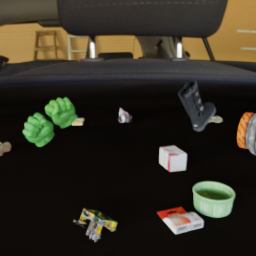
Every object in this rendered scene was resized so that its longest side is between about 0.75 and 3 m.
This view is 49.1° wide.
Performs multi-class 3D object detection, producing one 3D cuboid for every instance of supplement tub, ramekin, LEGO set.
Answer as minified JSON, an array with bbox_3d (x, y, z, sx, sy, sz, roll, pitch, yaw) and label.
[{"bbox_3d":[5.454,0.326,9.765,2.827,1.732,1.732,14,20,40],"label":"supplement tub"},{"bbox_3d":[2.081,1.761,6.886,0.984,0.480,0.984,0,15,0],"label":"ramekin"},{"bbox_3d":[-0.697,2.103,5.992,0.849,0.492,0.653,16,-8,36],"label":"LEGO set"}]

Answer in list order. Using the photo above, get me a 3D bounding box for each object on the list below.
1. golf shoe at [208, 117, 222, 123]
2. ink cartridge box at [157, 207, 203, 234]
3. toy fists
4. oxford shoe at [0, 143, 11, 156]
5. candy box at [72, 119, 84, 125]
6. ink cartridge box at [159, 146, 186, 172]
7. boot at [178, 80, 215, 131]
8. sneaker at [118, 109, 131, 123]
[{"bbox_3d":[4.676,-0.475,15.356,0.901,0.353,0.438,3,10,7],"label":"golf shoe"},{"bbox_3d":[1.175,2.032,6.423,0.715,0.221,0.881,-6,19,-21],"label":"ink cartridge box"},{"bbox_3d":[-2.608,-0.235,9.388,1.896,0.966,0.652,-40,33,-15],"label":"toy fists"},{"bbox_3d":[-4.840,0.727,10.743,0.417,0.435,1.177,0,15,0],"label":"oxford shoe"},{"bbox_3d":[-2.702,-0.329,15.156,0.530,0.137,1.037,2,16,-3],"label":"candy box"},{"bbox_3d":[1.475,1.025,9.366,0.596,0.593,0.820,-6,16,-19],"label":"ink cartridge box"},{"bbox_3d":[2.625,-1.027,10.550,0.603,1.836,1.514,0,44,41],"label":"boot"},{"bbox_3d":[-0.164,-0.593,15.517,0.681,0.634,1.578,8,23,-9],"label":"sneaker"}]
